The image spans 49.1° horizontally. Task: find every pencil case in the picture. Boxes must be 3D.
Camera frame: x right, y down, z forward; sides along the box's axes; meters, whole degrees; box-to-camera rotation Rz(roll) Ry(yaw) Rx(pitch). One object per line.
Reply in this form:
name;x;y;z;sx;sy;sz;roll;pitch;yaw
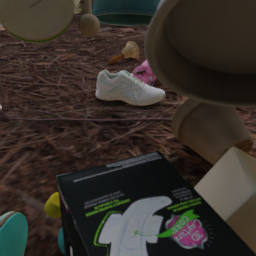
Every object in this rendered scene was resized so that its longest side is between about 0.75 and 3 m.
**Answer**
pencil case;0.794;-2.079;10.158;0.892;0.854;2.063;11;28;14

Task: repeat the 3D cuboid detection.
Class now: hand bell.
hand bell;-0.315;-3.318;12.892;0.834;0.834;1.602;24;49;38

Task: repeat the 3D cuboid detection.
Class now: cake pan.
cake pan;1.612;-1.003;2.984;2.852;2.852;0.523;3;71;5

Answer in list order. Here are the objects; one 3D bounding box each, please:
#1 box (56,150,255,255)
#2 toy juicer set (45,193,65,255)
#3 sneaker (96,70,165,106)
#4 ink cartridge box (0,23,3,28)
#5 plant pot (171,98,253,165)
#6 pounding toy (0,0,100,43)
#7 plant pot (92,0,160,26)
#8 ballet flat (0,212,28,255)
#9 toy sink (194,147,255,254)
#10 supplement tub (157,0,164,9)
box;0.213;1.442;2.630;1.243;1.485;1.999;-12;34;-23
toy juicer set;-0.527;1.489;3.920;0.902;0.386;1.418;-9;53;-35
sneaker;0.033;-1.236;8.525;2.235;0.896;0.786;10;28;15
ink cartridge box;-3.723;-3.114;6.827;0.303;1.376;1.401;-36;17;2
plant pot;1.777;0.102;5.673;1.414;1.414;1.227;-11;45;-20
pounding toy;-1.323;-1.912;4.680;1.553;1.199;0.721;-10;-5;-10
plant pot;0.020;-3.005;5.699;1.595;1.562;1.595;2;12;0
ballet flat;-1.667;1.755;3.201;0.683;0.664;1.920;-21;29;1
toy sink;1.373;1.195;3.755;0.830;1.482;0.966;28;26;-10
supplement tub;1.287;-1.959;5.016;1.410;0.989;0.989;22;22;-20
